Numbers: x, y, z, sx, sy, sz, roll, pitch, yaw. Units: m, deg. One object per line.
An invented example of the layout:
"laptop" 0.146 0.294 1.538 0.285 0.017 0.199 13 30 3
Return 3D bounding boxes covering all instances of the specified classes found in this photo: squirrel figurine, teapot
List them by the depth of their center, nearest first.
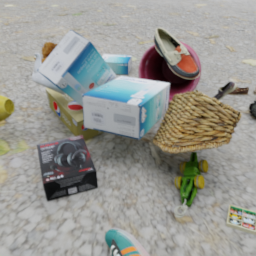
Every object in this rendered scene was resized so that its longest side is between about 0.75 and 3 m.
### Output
"teapot" -2.640 -1.902 10.111 1.451 1.074 1.470 24 0 3
"squirrel figurine" -3.816 -3.578 14.860 2.238 1.697 2.398 -25 45 -12

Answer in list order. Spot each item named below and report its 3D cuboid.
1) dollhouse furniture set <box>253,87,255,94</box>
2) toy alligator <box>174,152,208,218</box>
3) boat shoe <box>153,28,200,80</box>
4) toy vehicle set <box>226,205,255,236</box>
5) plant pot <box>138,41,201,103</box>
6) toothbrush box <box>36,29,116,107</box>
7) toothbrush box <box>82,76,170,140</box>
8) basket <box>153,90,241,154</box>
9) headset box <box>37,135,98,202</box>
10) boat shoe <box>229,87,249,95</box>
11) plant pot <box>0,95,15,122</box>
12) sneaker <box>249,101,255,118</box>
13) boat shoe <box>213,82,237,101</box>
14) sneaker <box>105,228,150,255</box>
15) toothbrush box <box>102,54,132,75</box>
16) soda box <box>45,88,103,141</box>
"dollhouse furniture set" 6.565 -1.859 12.923 1.689 0.748 0.875 -14 37 -19
"toy alligator" 1.761 1.671 7.992 0.790 0.573 2.383 -10 35 36
"boat shoe" 1.744 -2.734 10.242 0.858 0.754 2.410 -31 63 -10
"toy vehicle set" 3.111 2.409 7.234 1.051 0.139 0.653 12 36 17
"plant pot" 2.042 -2.631 12.745 2.629 2.629 2.353 12 21 17
"toothbrush box" -1.563 -1.767 9.155 0.962 2.255 1.651 37 87 23
"toothbrush box" 0.029 -0.773 8.995 1.899 1.107 2.594 12 27 22
"basket" 1.958 0.111 8.165 1.738 1.814 2.435 26 0 -7
"headset box" -1.916 1.093 8.589 1.502 0.780 2.019 -11 38 -16
"boat shoe" 5.130 -1.762 13.131 1.025 0.360 0.361 -2 36 -1
"plant pot" -4.404 -0.701 9.700 0.736 1.037 1.037 -6 32 17
"sneaker" 5.659 -0.865 11.594 1.578 0.603 0.904 -21 46 -19
"boat shoe" 4.024 -1.563 11.915 0.399 1.232 0.443 33 49 -17
"sneaker" 0.031 2.953 5.938 0.785 0.701 1.965 -23 42 -37
"toothbrush box" -0.682 -3.485 15.324 1.643 0.701 1.203 5 35 8
"soda box" -2.162 -0.720 10.968 1.006 0.951 2.970 -24 43 -26
